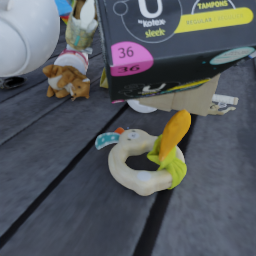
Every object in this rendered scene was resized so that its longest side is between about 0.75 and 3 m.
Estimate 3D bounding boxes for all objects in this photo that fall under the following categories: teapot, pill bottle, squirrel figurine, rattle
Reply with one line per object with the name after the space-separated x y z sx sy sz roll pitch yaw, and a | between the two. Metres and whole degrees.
-2.603 -1.971 5.654 2.465 2.498 1.824 -8 47 8 | teapot
-2.460 -2.860 12.438 1.316 1.316 2.305 -1 27 -2 | pill bottle
-2.061 -1.744 10.555 1.593 1.208 1.707 18 35 18 | squirrel figurine
0.115 0.083 6.354 1.754 1.925 2.694 -28 40 -10 | rattle
0.915 -1.573 9.959 1.332 1.332 2.399 11 29 20 | pill bottle

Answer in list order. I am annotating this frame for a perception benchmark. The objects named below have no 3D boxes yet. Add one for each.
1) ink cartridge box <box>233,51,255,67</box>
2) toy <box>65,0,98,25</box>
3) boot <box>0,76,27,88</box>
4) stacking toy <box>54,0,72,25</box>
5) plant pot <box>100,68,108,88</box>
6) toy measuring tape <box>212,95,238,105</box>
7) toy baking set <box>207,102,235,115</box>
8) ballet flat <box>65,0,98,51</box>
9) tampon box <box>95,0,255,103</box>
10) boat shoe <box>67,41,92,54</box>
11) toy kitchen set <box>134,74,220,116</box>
3.683 -2.824 8.000 0.373 1.717 1.701 24 -25 -23 | ink cartridge box
-1.263 -3.497 8.059 0.986 0.404 1.712 -5 -12 18 | toy
-5.557 -1.963 11.310 1.979 0.787 2.273 18 30 32 | boot
-1.877 -3.944 9.925 1.248 1.180 2.150 -13 -14 -1 | stacking toy
-0.026 -2.404 11.142 1.536 2.164 2.164 19 24 -14 | plant pot
2.634 -1.102 9.717 2.141 0.788 0.788 9 29 12 | toy measuring tape
2.924 -0.722 9.598 1.435 0.167 1.102 10 29 19 | toy baking set
-0.781 -2.447 5.549 0.682 0.682 1.929 6 69 11 | ballet flat
0.489 -1.435 4.268 1.834 1.545 2.448 -10 -3 -3 | tampon box
-1.407 -2.479 8.327 0.488 0.440 1.381 6 13 -37 | boat shoe
0.951 -1.575 6.234 2.019 1.822 1.648 13 33 5 | toy kitchen set
